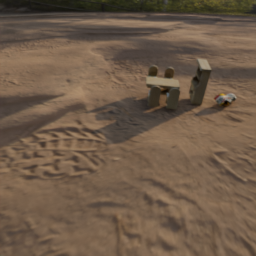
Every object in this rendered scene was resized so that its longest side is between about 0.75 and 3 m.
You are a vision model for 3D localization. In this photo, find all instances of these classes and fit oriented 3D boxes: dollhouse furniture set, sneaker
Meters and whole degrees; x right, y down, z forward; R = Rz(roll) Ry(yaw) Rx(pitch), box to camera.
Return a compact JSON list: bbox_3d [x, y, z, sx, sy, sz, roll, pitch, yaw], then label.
[{"bbox_3d":[2.072,-2.102,12.201,2.537,1.686,2.224,6,35,-1],"label":"dollhouse furniture set"},{"bbox_3d":[4.283,-1.177,12.260,1.254,0.488,0.515,-9,64,-32],"label":"sneaker"}]
